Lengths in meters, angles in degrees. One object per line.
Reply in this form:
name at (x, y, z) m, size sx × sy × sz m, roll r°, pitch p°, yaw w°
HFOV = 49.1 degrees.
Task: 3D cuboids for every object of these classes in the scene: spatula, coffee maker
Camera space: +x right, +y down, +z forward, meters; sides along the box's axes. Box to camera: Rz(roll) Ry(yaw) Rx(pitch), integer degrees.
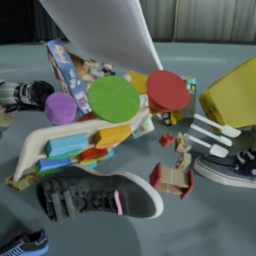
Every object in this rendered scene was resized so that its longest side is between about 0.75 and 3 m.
spatula at (1.852, 0.178, 6.306) m, size 1.081 × 0.752 × 0.087 m, roll 24°, pitch 28°, yaw -2°
coffee maker at (-2.324, -0.757, 6.625) m, size 1.153 × 0.777 × 1.108 m, roll 3°, pitch 12°, yaw 26°

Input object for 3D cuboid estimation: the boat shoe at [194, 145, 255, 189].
boat shoe at (2.963, 0.708, 6.520) m, size 2.718 × 1.260 × 1.015 m, roll 11°, pitch 25°, yaw 23°

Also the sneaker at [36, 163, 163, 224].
sneaker at (-0.702, 1.404, 5.284) m, size 2.642 × 0.934 × 1.310 m, roll 7°, pitch 22°, yaw 39°

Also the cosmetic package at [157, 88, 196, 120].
cosmetic package at (1.609, -1.322, 11.767) m, size 1.434 × 1.044 × 2.821 m, roll -6°, pitch 23°, yaw -13°

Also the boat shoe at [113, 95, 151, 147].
boat shoe at (-0.088, -0.483, 8.531) m, size 0.938 × 0.924 × 2.647 m, roll 22°, pitch 46°, yaw 32°

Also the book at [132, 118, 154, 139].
book at (0.428, -0.059, 9.254) m, size 0.833 × 0.557 × 0.200 m, roll -26°, pitch 10°, yaw -37°

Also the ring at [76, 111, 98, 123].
ring at (-0.906, 0.099, 6.986) m, size 1.307 × 1.307 × 0.125 m, roll -17°, pitch 43°, yaw -35°

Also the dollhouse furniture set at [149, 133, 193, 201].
dollhouse furniture set at (0.830, 0.688, 5.533) m, size 0.703 × 0.531 × 1.306 m, roll 15°, pitch 45°, yaw -8°

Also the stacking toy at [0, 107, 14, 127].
stacking toy at (-4.626, -0.486, 10.479) m, size 0.614 × 0.614 × 1.439 m, roll -10°, pitch 18°, yaw -22°

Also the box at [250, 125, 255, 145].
box at (4.541, 0.444, 8.228) m, size 1.390 × 0.450 × 1.763 m, roll 2°, pitch 22°, yaw 8°

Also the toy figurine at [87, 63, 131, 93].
toy figurine at (-0.745, -1.610, 10.532) m, size 1.476 × 1.453 × 1.027 m, roll 28°, pitch 47°, yaw -31°

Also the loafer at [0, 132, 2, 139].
loafer at (-5.209, -0.137, 9.168) m, size 2.571 × 0.809 × 0.924 m, roll 9°, pitch 24°, yaw 21°

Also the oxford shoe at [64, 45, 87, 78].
oxford shoe at (-1.832, -2.283, 9.453) m, size 0.548 × 0.549 × 1.538 m, roll -34°, pitch 69°, yaw 1°

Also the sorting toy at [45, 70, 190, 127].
sorting toy at (-0.188, -0.366, 5.331) m, size 2.749 × 0.947 × 0.953 m, roll -12°, pitch 67°, yaw -23°

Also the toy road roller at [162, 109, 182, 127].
toy road roller at (1.561, -0.520, 9.956) m, size 0.643 × 0.541 × 0.881 m, roll -12°, pitch 53°, yaw 14°

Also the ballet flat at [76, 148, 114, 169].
ballet flat at (-0.912, 0.840, 7.494) m, size 1.182 × 0.398 × 0.376 m, roll -21°, pitch 2°, yaw -37°

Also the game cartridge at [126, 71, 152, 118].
game cartridge at (0.382, -1.291, 10.752) m, size 2.464 × 2.172 × 0.400 m, roll 27°, pitch -10°, yaw 48°

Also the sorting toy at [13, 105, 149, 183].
sorting toy at (-1.010, 0.437, 5.892) m, size 2.566 × 0.468 × 2.375 m, roll -17°, pitch -16°, yaw -32°

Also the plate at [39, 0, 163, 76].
plate at (-0.594, -2.422, 6.762) m, size 2.913 × 0.472 × 2.920 m, roll 22°, pitch -14°, yaw 26°

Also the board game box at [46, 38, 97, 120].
board game box at (-1.777, -1.281, 8.819) m, size 0.442 × 2.555 × 1.731 m, roll -27°, pitch 0°, yaw -16°

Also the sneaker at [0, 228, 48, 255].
sneaker at (-1.863, 1.957, 4.606) m, size 1.057 × 0.412 × 0.371 m, roll -11°, pitch 25°, yaw -25°

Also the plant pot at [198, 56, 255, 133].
plant pot at (3.415, -0.831, 9.032) m, size 1.703 × 1.931 × 1.931 m, roll -22°, pitch -9°, yaw -3°

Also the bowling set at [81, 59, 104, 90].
bowling set at (-1.153, -1.952, 9.616) m, size 0.765 × 0.992 × 1.425 m, roll 8°, pitch 47°, yaw -49°

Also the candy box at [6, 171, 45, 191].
candy box at (-2.458, 1.185, 6.740) m, size 0.456 × 0.221 × 0.782 m, roll 13°, pitch 27°, yaw 28°

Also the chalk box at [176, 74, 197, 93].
chalk box at (2.684, -2.021, 13.633) m, size 1.478 × 0.922 × 0.916 m, roll 18°, pitch 29°, yaw 34°
